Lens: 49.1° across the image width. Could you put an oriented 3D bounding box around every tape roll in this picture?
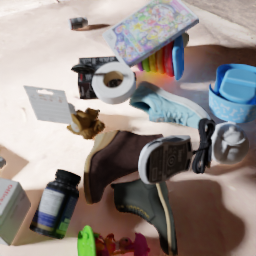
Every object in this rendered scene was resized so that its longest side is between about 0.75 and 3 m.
[{"bbox_3d":[-0.428,-1.363,8.587,1.297,0.454,1.297,-3,65,7],"label":"tape roll"}]

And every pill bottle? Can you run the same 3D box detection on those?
[{"bbox_3d":[-2.237,-4.688,12.524,0.822,0.476,0.476,-15,50,-14],"label":"pill bottle"},{"bbox_3d":[-1.587,1.696,6.354,0.797,0.797,1.424,14,69,12],"label":"pill bottle"}]

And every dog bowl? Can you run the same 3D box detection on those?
[{"bbox_3d":[3.406,-1.124,8.685,1.636,0.728,2.936,16,38,19],"label":"dog bowl"}]

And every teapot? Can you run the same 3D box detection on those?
[{"bbox_3d":[2.759,0.334,7.737,1.282,0.949,1.299,-16,51,-14],"label":"teapot"}]

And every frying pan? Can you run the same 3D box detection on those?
[{"bbox_3d":[-1.245,-1.680,8.380,0.707,1.169,0.190,2,84,18],"label":"frying pan"}]

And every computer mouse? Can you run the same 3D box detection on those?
[{"bbox_3d":[1.130,0.588,6.711,2.682,1.471,0.588,-8,17,-40],"label":"computer mouse"}]

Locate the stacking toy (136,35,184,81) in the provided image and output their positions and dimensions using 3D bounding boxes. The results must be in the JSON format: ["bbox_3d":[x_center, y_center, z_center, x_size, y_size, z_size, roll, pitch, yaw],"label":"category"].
[{"bbox_3d":[0.749,-2.530,10.229,2.505,1.375,1.454,1,50,15],"label":"stacking toy"}]

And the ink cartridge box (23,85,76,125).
[{"bbox_3d":[-2.250,-0.736,8.292,1.249,1.536,0.438,8,49,7],"label":"ink cartridge box"}]

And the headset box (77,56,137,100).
[{"bbox_3d":[-0.713,-1.789,9.744,1.994,0.770,1.484,-4,49,-5],"label":"headset box"}]

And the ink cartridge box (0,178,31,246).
[{"bbox_3d":[-3.220,1.809,6.323,1.504,1.088,1.107,10,49,9],"label":"ink cartridge box"}]

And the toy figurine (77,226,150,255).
[{"bbox_3d":[-0.264,2.549,5.858,1.352,1.469,1.103,5,83,-21],"label":"toy figurine"}]

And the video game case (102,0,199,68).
[{"bbox_3d":[0.673,-3.415,9.644,2.854,0.257,2.044,-33,56,5],"label":"video game case"}]

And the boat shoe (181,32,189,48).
[{"bbox_3d":[1.107,-3.422,11.056,2.742,0.985,0.927,-15,45,-14],"label":"boat shoe"}]

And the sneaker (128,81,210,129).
[{"bbox_3d":[1.162,-0.434,8.524,2.581,0.954,1.058,28,67,24],"label":"sneaker"}]

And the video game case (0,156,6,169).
[{"bbox_3d":[-5.000,1.258,7.350,2.342,0.295,2.573,25,53,20],"label":"video game case"}]

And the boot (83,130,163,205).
[{"bbox_3d":[-0.033,0.921,7.214,1.964,0.854,2.362,1,43,8],"label":"boot"}]

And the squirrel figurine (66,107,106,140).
[{"bbox_3d":[-1.166,-0.158,8.460,1.039,0.735,0.970,39,47,14],"label":"squirrel figurine"}]

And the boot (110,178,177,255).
[{"bbox_3d":[0.333,2.032,6.500,1.367,0.766,1.977,-11,41,2],"label":"boot"}]
